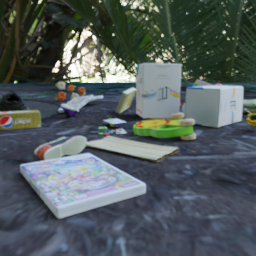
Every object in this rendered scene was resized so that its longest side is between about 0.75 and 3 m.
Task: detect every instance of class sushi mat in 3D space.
[{"bbox_3d":[0.032,0.507,7.395,2.361,0.143,1.129,8,15,35],"label":"sushi mat"}]

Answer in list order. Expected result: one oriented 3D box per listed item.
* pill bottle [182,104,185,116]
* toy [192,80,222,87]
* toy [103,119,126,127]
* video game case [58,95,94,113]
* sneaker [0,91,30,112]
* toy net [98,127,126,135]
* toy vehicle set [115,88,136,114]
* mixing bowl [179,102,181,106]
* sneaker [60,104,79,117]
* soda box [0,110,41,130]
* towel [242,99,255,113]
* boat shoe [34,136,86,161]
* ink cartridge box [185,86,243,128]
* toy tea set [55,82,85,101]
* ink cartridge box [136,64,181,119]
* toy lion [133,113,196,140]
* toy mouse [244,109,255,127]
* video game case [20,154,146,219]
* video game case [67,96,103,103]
[{"bbox_3d":[3.004,-0.851,12.438,0.762,0.762,1.315,9,14,36],"label":"pill bottle"},{"bbox_3d":[3.970,-1.707,12.680,2.035,0.480,1.172,21,-14,2],"label":"toy"},{"bbox_3d":[-0.509,-0.167,10.440,0.572,0.235,0.994,-8,15,-22],"label":"toy"},{"bbox_3d":[-2.566,-1.177,13.702,1.425,0.163,1.297,0,34,42],"label":"video game case"},{"bbox_3d":[-5.279,-1.043,12.130,2.107,1.207,0.806,6,40,29],"label":"sneaker"},{"bbox_3d":[-0.516,0.106,9.236,0.932,0.180,0.489,0,12,1],"label":"toy net"},{"bbox_3d":[-0.089,-1.401,14.117,0.224,1.050,1.691,26,21,9],"label":"toy vehicle set"},{"bbox_3d":[2.400,-1.843,16.991,1.655,0.896,1.655,0,13,0],"label":"mixing bowl"},{"bbox_3d":[-2.632,-0.702,12.266,0.348,0.497,1.000,46,15,33],"label":"sneaker"},{"bbox_3d":[-4.083,-0.286,10.125,1.729,0.586,0.553,-5,13,-23],"label":"soda box"},{"bbox_3d":[5.249,-1.145,14.159,2.966,0.541,2.201,5,11,27],"label":"towel"},{"bbox_3d":[-1.583,0.461,6.761,0.425,0.483,1.358,17,25,34],"label":"boat shoe"},{"bbox_3d":[3.409,-0.921,11.055,1.459,1.434,1.982,11,16,44],"label":"ink cartridge box"},{"bbox_3d":[-3.958,-2.357,19.115,2.071,1.231,0.766,8,-9,-19],"label":"toy tea set"},{"bbox_3d":[1.294,-1.665,12.499,1.678,2.320,1.708,-1,12,-8],"label":"ink cartridge box"},{"bbox_3d":[1.072,-0.008,9.053,1.778,0.637,1.855,-8,12,-3],"label":"toy lion"},{"bbox_3d":[4.833,-0.216,9.237,1.680,0.366,1.890,-5,23,19],"label":"toy mouse"},{"bbox_3d":[-0.940,0.929,5.190,1.565,0.197,2.186,-8,14,-33],"label":"video game case"},{"bbox_3d":[-2.568,-1.639,16.634,1.526,0.192,1.677,-14,5,-39],"label":"video game case"}]
